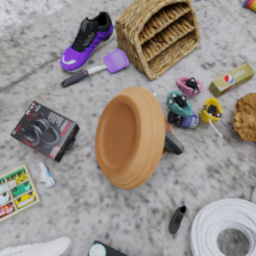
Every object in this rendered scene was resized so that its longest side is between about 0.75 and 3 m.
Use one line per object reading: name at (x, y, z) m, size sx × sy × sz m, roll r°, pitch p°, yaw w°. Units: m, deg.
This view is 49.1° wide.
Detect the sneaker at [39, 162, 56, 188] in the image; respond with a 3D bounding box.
sneaker at (-2.664, 1.505, 8.885) m, size 0.390 × 0.338 × 0.901 m, roll -33°, pitch 70°, yaw -8°

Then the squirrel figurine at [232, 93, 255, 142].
squirrel figurine at (4.430, 0.020, 9.001) m, size 2.344 × 1.659 × 2.188 m, roll 11°, pitch 78°, yaw 5°

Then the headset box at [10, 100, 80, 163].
headset box at (-2.603, 0.171, 9.170) m, size 1.869 × 0.722 × 1.391 m, roll 27°, pitch 75°, yaw 10°

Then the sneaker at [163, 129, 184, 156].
sneaker at (0.486, 0.430, 8.724) m, size 2.410 × 0.921 × 1.381 m, roll 31°, pitch 76°, yaw 8°

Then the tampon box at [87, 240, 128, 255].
tampon box at (-0.304, 4.020, 7.272) m, size 1.910 × 1.206 × 1.432 m, roll 22°, pitch 68°, yaw 10°

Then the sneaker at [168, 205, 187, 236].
sneaker at (1.393, 2.613, 7.985) m, size 0.326 × 0.463 × 0.872 m, roll 23°, pitch 63°, yaw 7°

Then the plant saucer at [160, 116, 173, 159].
plant saucer at (0.526, 0.273, 9.405) m, size 1.953 × 0.365 × 1.953 m, roll 0°, pitch 66°, yaw 1°

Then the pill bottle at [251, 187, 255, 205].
pill bottle at (4.655, 2.269, 8.141) m, size 1.798 × 0.985 × 0.985 m, roll 24°, pitch 68°, yaw 5°

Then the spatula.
spatula at (-1.294, -2.130, 10.400) m, size 2.649 × 0.272 × 0.749 m, roll -24°, pitch 85°, yaw -5°

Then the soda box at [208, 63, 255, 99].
soda box at (3.770, -1.722, 10.186) m, size 1.632 × 0.553 × 0.522 m, roll -29°, pitch 69°, yaw -12°

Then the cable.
cable at (2.831, 3.091, 7.545) m, size 2.272 × 0.786 × 2.271 m, roll -25°, pitch 49°, yaw 6°

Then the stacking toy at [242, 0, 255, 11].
stacking toy at (5.482, -5.095, 11.727) m, size 0.652 × 0.690 × 1.189 m, roll -42°, pitch 83°, yaw -16°

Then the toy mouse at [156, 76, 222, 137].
toy mouse at (1.932, -0.990, 9.348) m, size 2.439 × 0.531 × 2.744 m, roll 24°, pitch 46°, yaw -4°

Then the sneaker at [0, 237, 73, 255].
sneaker at (-2.879, 3.631, 7.594) m, size 2.794 × 1.067 × 1.125 m, roll -27°, pitch 60°, yaw -13°

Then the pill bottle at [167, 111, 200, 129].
pill bottle at (1.855, -0.305, 9.401) m, size 1.018 × 0.569 × 0.569 m, roll 8°, pitch 65°, yaw -18°

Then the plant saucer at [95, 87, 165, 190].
plant saucer at (-0.149, 0.251, 8.113) m, size 0.562 × 3.000 × 3.000 m, roll 9°, pitch 60°, yaw -35°

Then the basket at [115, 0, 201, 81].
basket at (1.214, -3.576, 10.209) m, size 2.832 × 2.021 × 2.110 m, roll -36°, pitch 70°, yaw -14°

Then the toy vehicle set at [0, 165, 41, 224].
toy vehicle set at (-3.895, 2.190, 8.594) m, size 2.109 × 0.280 × 1.310 m, roll -27°, pitch 69°, yaw -11°

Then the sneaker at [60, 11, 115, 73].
sneaker at (-1.609, -3.358, 10.453) m, size 0.973 × 1.392 × 2.798 m, roll 35°, pitch 70°, yaw 14°
